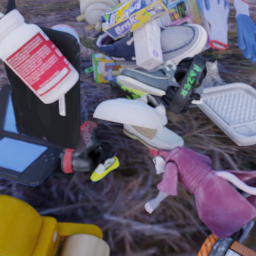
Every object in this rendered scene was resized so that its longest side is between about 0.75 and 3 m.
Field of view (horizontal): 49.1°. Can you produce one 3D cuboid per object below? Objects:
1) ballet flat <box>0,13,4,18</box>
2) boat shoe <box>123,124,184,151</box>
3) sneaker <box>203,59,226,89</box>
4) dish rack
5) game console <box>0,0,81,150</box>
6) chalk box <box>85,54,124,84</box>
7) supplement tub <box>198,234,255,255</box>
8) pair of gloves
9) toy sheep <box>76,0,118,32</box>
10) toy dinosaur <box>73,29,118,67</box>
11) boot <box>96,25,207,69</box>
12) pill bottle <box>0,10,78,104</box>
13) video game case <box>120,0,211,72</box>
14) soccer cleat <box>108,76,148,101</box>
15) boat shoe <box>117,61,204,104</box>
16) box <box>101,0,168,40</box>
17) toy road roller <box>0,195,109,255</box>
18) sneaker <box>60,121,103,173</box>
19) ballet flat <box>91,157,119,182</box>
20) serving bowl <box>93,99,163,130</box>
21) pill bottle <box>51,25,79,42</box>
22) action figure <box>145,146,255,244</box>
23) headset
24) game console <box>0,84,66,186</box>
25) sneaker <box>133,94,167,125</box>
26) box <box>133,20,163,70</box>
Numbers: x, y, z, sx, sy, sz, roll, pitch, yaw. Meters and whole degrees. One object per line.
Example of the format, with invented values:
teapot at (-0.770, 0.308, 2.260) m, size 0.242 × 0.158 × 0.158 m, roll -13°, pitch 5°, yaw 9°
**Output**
ballet flat at (-3.570, -3.018, 7.921) m, size 0.366 × 1.054 × 0.366 m, roll -6°, pitch 65°, yaw 12°
boat shoe at (0.749, 0.098, 8.913) m, size 2.201 × 0.753 × 0.823 m, roll 20°, pitch 37°, yaw 29°
sneaker at (3.540, -2.029, 11.599) m, size 0.981 × 1.510 × 2.615 m, roll -12°, pitch 34°, yaw -18°
dish rack at (3.908, -0.475, 9.671) m, size 2.526 × 0.641 × 2.943 m, roll -13°, pitch 43°, yaw -18°
game console at (-2.012, -1.293, 6.735) m, size 2.556 × 2.907 × 1.692 m, roll 16°, pitch 41°, yaw 11°
chalk box at (-1.128, -2.854, 13.294) m, size 1.813 × 1.124 × 1.131 m, roll -6°, pitch 32°, yaw -10°
supplement tub at (1.944, 2.495, 4.632) m, size 1.525 × 0.934 × 0.934 m, roll 23°, pitch 38°, yaw 35°
pair of gloves at (3.037, -3.049, 8.227) m, size 2.739 × 2.202 × 0.312 m, roll 8°, pitch -20°, yaw -31°
toy sheep at (-1.097, -4.464, 10.496) m, size 1.587 × 1.587 × 2.302 m, roll -1°, pitch 68°, yaw -2°
toy dinosaur at (-1.192, -3.566, 11.429) m, size 2.609 × 1.150 × 0.619 m, roll 32°, pitch 0°, yaw 12°
boot at (0.497, -2.223, 7.317) m, size 2.818 × 1.025 × 1.273 m, roll -5°, pitch -15°, yaw 40°
pill bottle at (-1.579, -1.170, 4.700) m, size 0.803 × 1.430 × 0.803 m, roll -31°, pitch 27°, yaw 18°
video game case at (1.283, -3.254, 8.670) m, size 2.364 × 2.597 × 0.308 m, roll -28°, pitch 27°, yaw -5°
soccer cleat at (0.195, -1.633, 11.510) m, size 1.073 × 0.829 × 2.565 m, roll -36°, pitch 42°, yaw -20°
boat shoe at (0.965, -1.254, 7.258) m, size 2.916 × 0.901 × 1.062 m, roll 7°, pitch 10°, yaw -39°
box at (0.117, -2.515, 6.200) m, size 1.435 × 0.461 × 0.503 m, roll -17°, pitch -20°, yaw 28°
toy road roller at (-1.617, 2.091, 4.623) m, size 2.466 × 1.800 × 1.515 m, roll 3°, pitch 39°, yaw 4°
sneaker at (-1.155, 0.535, 8.219) m, size 1.046 × 0.757 × 2.141 m, roll 5°, pitch 35°, yaw 9°
ballet flat at (-0.648, 1.098, 7.720) m, size 0.327 × 0.328 × 0.979 m, roll 27°, pitch 41°, yaw 36°
serving bowl at (0.029, -0.279, 5.190) m, size 1.293 × 0.425 × 1.293 m, roll 10°, pitch 0°, yaw 0°
pill bottle at (-1.923, -2.270, 8.063) m, size 1.039 × 1.039 × 1.911 m, roll -5°, pitch 31°, yaw -7°
action figure at (1.553, 1.160, 6.194) m, size 2.794 × 2.080 × 1.871 m, roll 36°, pitch 51°, yaw 24°
headset at (1.100, -0.694, 5.045) m, size 0.786 × 1.033 × 1.673 m, roll 27°, pitch 5°, yaw 1°
game console at (-3.198, 0.066, 8.119) m, size 2.819 × 1.668 × 2.406 m, roll 11°, pitch 33°, yaw 18°
sneaker at (0.482, -0.817, 10.101) m, size 2.104 × 1.045 × 0.820 m, roll 19°, pitch 37°, yaw 27°
box at (0.394, -2.518, 6.720) m, size 0.440 × 2.272 × 0.471 m, roll 10°, pitch -24°, yaw -41°
